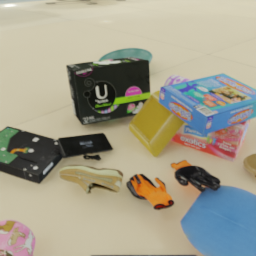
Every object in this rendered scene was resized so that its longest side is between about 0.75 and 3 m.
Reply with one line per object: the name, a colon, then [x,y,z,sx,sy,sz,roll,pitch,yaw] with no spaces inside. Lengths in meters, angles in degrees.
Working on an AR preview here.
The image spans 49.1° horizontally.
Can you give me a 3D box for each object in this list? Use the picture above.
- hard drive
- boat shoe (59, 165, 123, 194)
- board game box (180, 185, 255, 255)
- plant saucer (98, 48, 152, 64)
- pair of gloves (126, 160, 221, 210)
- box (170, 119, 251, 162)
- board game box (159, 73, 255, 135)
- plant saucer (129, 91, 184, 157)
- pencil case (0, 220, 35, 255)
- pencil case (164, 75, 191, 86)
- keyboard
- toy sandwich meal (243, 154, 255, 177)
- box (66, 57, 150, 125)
hard drive: [-3.184,0.750,8.403,2.288,0.433,1.598,14,35,14]
boat shoe: [-1.015,1.365,7.192,1.725,0.618,0.657,1,60,15]
board game box: [2.219,2.190,6.213,1.736,0.428,2.197,20,39,31]
plant saucer: [-0.144,-3.324,14.452,2.858,0.514,2.858,-5,38,4]
pair of gloves: [1.112,1.410,7.149,2.171,0.268,1.934,-12,15,-17]
box: [2.419,-0.168,9.137,2.690,1.273,1.380,20,38,28]
board game box: [2.563,-0.822,8.333,2.634,0.592,2.003,-16,38,-25]
plant saucer: [0.822,-0.239,8.933,0.421,1.739,1.738,27,14,-43]
pencil case: [-2.355,2.844,4.682,1.094,1.047,2.529,5,34,-6]
pencil case: [2.583,-1.076,10.652,2.925,1.228,1.250,28,71,39]
keyboard: [-1.237,0.628,8.436,1.636,0.210,0.982,-7,51,-35]
toy sandwich meal: [3.864,1.176,7.914,1.223,0.419,1.223,-3,30,2]
box: [-0.694,-1.432,10.233,2.658,1.974,1.652,-12,21,-17]
